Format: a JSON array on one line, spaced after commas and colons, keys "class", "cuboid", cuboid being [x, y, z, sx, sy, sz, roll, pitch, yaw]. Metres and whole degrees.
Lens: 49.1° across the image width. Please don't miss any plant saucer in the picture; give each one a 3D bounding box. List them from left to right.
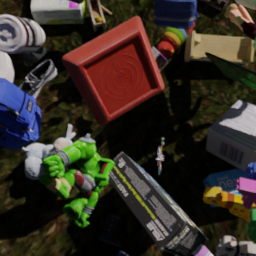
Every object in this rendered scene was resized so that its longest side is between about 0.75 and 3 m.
[{"class": "plant saucer", "cuboid": [-0.167, -1.112, 6.060, 1.859, 1.855, 0.341, -31, 34, -7]}]

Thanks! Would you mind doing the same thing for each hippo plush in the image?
[{"class": "hippo plush", "cuboid": [-2.408, 0.788, 8.289, 1.482, 1.468, 1.843, -4, 68, -2]}]

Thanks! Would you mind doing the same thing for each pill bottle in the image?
[{"class": "pill bottle", "cuboid": [-2.959, -2.560, 7.791, 0.951, 1.717, 0.951, 1, 106, 5]}]

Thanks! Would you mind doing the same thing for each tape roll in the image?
[{"class": "tape roll", "cuboid": [-5.508, -1.812, 9.726, 3.008, 0.550, 3.008, -1, 72, 2]}]

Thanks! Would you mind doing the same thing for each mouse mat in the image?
[{"class": "mouse mat", "cuboid": [2.925, -1.005, 6.362, 2.102, 2.612, 0.098, 33, 104, 26]}]

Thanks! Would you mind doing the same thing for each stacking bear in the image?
[{"class": "stacking bear", "cuboid": [1.650, -3.249, 10.372, 0.893, 0.953, 1.570, 33, 78, 20]}]

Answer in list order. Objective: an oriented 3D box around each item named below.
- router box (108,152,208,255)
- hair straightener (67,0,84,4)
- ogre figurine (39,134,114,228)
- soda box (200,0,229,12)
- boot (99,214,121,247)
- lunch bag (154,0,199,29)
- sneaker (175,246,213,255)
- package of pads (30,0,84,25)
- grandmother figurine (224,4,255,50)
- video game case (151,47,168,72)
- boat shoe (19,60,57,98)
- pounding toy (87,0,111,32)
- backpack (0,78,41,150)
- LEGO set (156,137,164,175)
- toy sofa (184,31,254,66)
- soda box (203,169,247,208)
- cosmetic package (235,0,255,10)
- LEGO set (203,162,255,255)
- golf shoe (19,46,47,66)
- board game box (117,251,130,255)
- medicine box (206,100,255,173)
[{"class": "router box", "cuboid": [0.528, 1.546, 5.602, 0.628, 1.515, 2.021, -45, 49, 0]}, {"class": "hair straightener", "cuboid": [-2.324, -3.603, 6.965, 2.663, 1.025, 0.545, 13, 104, 1]}, {"class": "ogre figurine", "cuboid": [-0.804, 0.894, 4.859, 0.854, 1.742, 1.044, -4, 36, 44]}, {"class": "soda box", "cuboid": [3.317, -5.456, 11.440, 1.630, 0.516, 0.577, 35, 71, 14]}, {"class": "boot", "cuboid": [-0.401, 2.938, 8.057, 0.645, 0.257, 0.782, 18, 64, 5]}, {"class": "lunch bag", "cuboid": [1.520, -3.597, 8.748, 1.378, 0.911, 0.936, 11, 38, 15]}, {"class": "sneaker", "cuboid": [1.357, 3.712, 7.574, 1.738, 0.630, 0.991, -37, 66, -22]}, {"class": "package of pads", "cuboid": [-2.777, -5.364, 11.197, 2.006, 0.885, 2.596, -2, 67, -1]}, {"class": "grandmother figurine", "cuboid": [3.616, -2.979, 8.344, 1.215, 0.607, 2.004, 9, 43, -32]}, {"class": "video game case", "cuboid": [0.402, -1.456, 7.762, 0.301, 1.680, 1.523, 45, 104, 7]}, {"class": "boat shoe", "cuboid": [-3.282, -1.597, 9.728, 0.698, 0.659, 1.945, 38, 72, 14]}, {"class": "pounding toy", "cuboid": [-1.076, -4.574, 10.860, 0.903, 0.900, 1.573, -15, 68, -6]}, {"class": "backpack", "cuboid": [-2.555, -0.223, 5.988, 1.241, 1.479, 1.202, -19, 50, 27]}, {"class": "LEGO set", "cuboid": [0.659, 0.560, 6.075, 0.207, 0.843, 0.630, 4, 55, -2]}, {"class": "toy sofa", "cuboid": [3.244, -2.803, 10.159, 2.310, 1.127, 0.957, 4, 90, -1]}, {"class": "soda box", "cuboid": [3.633, 1.626, 8.284, 2.553, 0.819, 0.866, -11, 67, -4]}, {"class": "cosmetic package", "cuboid": [3.376, -3.841, 7.194, 1.656, 1.661, 1.021, 46, 113, 41]}, {"class": "LEGO set", "cuboid": [2.187, 1.573, 5.675, 1.218, 2.969, 1.132, 11, 44, 11]}, {"class": "golf shoe", "cuboid": [-3.905, -3.279, 10.428, 1.026, 0.844, 2.172, -36, 80, -21]}, {"class": "board game box", "cuboid": [-0.346, 3.678, 6.890, 0.309, 1.788, 1.211, 25, 69, 10]}, {"class": "medicine box", "cuboid": [3.555, 0.239, 8.305, 1.853, 0.954, 1.688, -36, 49, -29]}]
